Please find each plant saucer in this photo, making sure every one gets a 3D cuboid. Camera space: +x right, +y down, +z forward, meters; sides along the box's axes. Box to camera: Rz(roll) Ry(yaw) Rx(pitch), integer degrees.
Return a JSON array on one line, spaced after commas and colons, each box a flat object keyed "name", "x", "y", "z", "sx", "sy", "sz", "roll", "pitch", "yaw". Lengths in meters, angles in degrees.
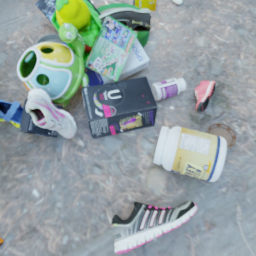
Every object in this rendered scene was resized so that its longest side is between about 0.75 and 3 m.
[{"name": "plant saucer", "x": 3.450, "y": 0.343, "z": 10.465, "sx": 1.111, "sy": 0.191, "sz": 1.111, "roll": 0, "pitch": 58, "yaw": 0}]

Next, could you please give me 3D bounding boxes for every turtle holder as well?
[{"name": "turtle holder", "x": -2.525, "y": -2.057, "z": 9.713, "sx": 2.682, "sy": 1.904, "sz": 2.038, "roll": -23, "pitch": 71, "yaw": 29}]

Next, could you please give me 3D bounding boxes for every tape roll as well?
[{"name": "tape roll", "x": -0.490, "y": -4.643, "z": 13.179, "sx": 2.996, "sy": 0.720, "sz": 2.996, "roll": 0, "pitch": 59, "yaw": -1}]

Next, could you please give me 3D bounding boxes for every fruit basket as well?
[{"name": "fruit basket", "x": -1.912, "y": -3.804, "z": 10.232, "sx": 2.608, "sy": 1.881, "sz": 2.608, "roll": 31, "pitch": 36, "yaw": -26}]

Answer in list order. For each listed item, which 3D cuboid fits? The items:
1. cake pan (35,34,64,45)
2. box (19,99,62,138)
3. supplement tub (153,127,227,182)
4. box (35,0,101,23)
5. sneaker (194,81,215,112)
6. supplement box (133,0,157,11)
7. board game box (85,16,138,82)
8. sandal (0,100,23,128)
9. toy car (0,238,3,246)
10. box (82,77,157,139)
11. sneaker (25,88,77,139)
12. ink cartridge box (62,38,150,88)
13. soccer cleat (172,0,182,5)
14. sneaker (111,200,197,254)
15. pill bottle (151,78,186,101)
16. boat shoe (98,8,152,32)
[{"name": "cake pan", "x": -3.528, "y": -3.766, "z": 12.917, "sx": 1.431, "sy": 0.262, "sz": 1.431, "roll": 0, "pitch": 59, "yaw": 0}, {"name": "box", "x": -3.080, "y": -0.321, "z": 9.909, "sx": 0.734, "sy": 1.164, "sz": 1.184, "roll": -1, "pitch": 78, "yaw": 48}, {"name": "supplement tub", "x": 2.024, "y": 0.824, "z": 9.380, "sx": 2.137, "sy": 1.543, "sz": 1.543, "roll": 14, "pitch": 60, "yaw": 9}, {"name": "box", "x": -2.736, "y": -5.342, "z": 12.681, "sx": 1.853, "sy": 1.337, "sz": 2.497, "roll": -44, "pitch": 56, "yaw": 6}, {"name": "sneaker", "x": 2.964, "y": -1.292, "z": 11.328, "sx": 0.712, "sy": 0.605, "sz": 1.641, "roll": 18, "pitch": 56, "yaw": 26}, {"name": "supplement box", "x": 0.867, "y": -6.493, "z": 14.350, "sx": 1.179, "sy": 0.645, "sz": 0.641, "roll": 5, "pitch": 59, "yaw": 2}, {"name": "board game box", "x": -0.580, "y": -2.751, "z": 9.877, "sx": 0.274, "sy": 1.268, "sz": 1.885, "roll": 26, "pitch": 93, "yaw": 58}, {"name": "sandal", "x": -4.695, "y": -0.700, "z": 10.531, "sx": 2.445, "sy": 1.065, "sz": 0.972, "roll": 10, "pitch": 64, "yaw": 16}, {"name": "toy car", "x": -4.374, "y": 3.278, "z": 8.539, "sx": 0.632, "sy": 0.428, "sz": 1.288, "roll": -37, "pitch": 66, "yaw": -21}, {"name": "box", "x": -0.330, "y": -0.759, "z": 10.461, "sx": 2.504, "sy": 1.328, "sz": 1.531, "roll": -12, "pitch": 59, "yaw": -8}, {"name": "sneaker", "x": -2.536, "y": -0.266, "z": 9.009, "sx": 0.822, "sy": 2.022, "sz": 0.892, "roll": -27, "pitch": 31, "yaw": 33}, {"name": "ink cartridge box", "x": -1.007, "y": -3.212, "z": 11.758, "sx": 2.904, "sy": 0.629, "sz": 2.851, "roll": -27, "pitch": 75, "yaw": -5}, {"name": "soccer cleat", "x": 2.488, "y": -7.065, "z": 14.760, "sx": 0.489, "sy": 0.548, "sz": 1.412, "roll": -13, "pitch": 60, "yaw": -8}, {"name": "sneaker", "x": 0.714, "y": 2.691, "z": 8.526, "sx": 2.817, "sy": 1.039, "sz": 1.232, "roll": -23, "pitch": 67, "yaw": -8}, {"name": "pill bottle", "x": 1.654, "y": -1.598, "z": 11.341, "sx": 1.279, "sy": 0.718, "sz": 0.718, "roll": -17, "pitch": 60, "yaw": -10}, {"name": "boat shoe", "x": 0.010, "y": -4.085, "z": 10.829, "sx": 0.982, "sy": 0.830, "sz": 2.755, "roll": -3, "pitch": 16, "yaw": 43}]
